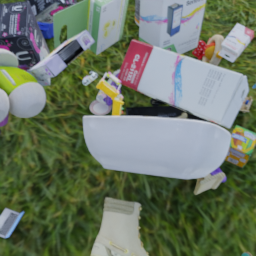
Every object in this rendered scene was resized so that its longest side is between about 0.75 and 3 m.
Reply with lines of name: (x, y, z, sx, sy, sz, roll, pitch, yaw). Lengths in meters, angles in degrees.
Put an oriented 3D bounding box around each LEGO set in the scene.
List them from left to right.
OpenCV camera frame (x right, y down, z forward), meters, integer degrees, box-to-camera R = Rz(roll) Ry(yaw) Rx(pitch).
LEGO set: (-0.372, -0.737, 6.527, 0.685, 1.490, 0.555, -17, 33, 28)

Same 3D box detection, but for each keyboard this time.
keyboard: (1.353, -0.382, 9.900, 2.861, 0.367, 1.718, -2, 58, -3)

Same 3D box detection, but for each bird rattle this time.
bird rattle: (3.323, -2.866, 11.105, 1.205, 1.744, 2.139, 21, 62, -6)

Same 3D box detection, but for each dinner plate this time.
dinner plate: (-1.010, -0.746, 10.333, 0.802, 0.097, 0.802, 0, 52, 0)

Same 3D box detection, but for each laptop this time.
laptop: (-3.240, 2.522, 7.508, 0.772, 0.447, 0.723, 16, 53, 12)

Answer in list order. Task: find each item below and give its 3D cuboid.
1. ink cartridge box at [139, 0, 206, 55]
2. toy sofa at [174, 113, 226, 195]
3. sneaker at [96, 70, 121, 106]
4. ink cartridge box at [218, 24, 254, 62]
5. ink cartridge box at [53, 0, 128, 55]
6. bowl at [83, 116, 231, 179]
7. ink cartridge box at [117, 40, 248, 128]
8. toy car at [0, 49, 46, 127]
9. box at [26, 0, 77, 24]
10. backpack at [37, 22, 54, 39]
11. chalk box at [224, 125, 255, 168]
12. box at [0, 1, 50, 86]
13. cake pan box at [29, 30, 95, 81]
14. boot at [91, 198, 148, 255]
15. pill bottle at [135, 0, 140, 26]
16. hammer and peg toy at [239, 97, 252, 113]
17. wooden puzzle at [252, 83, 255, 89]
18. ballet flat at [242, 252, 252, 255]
ink cartridge box: (1.491, -3.895, 9.555, 2.021, 2.781, 1.217, -27, 51, -24)
toy sofa: (2.041, 0.709, 8.457, 1.128, 0.958, 2.312, -19, 60, -11)
sneaker: (-0.542, -1.480, 10.679, 0.763, 0.737, 1.828, 34, 55, -5)
ink cartridge box: (3.514, -2.774, 9.187, 0.627, 0.364, 1.077, 39, 96, 25)
ink cartridge box: (-1.145, -3.219, 9.032, 0.654, 1.984, 2.726, 38, 59, 12)
bowl: (0.652, 0.439, 5.723, 2.640, 2.636, 0.985, 2, 84, 27)
ink cartridge box: (1.493, -1.103, 7.467, 2.900, 2.113, 1.201, 26, 98, 25)
toy car: (-2.945, -0.644, 5.988, 1.800, 1.542, 2.057, 45, 36, 19)
box: (-2.449, -4.052, 8.862, 1.527, 1.009, 0.876, -8, 4, 43)
backpack: (-3.998, -4.591, 12.930, 1.018, 0.827, 0.854, 7, 54, 5)
chalk box: (3.583, 0.498, 8.920, 0.760, 0.754, 1.217, 25, 56, 18)
box: (-3.367, -2.486, 8.814, 1.321, 2.303, 1.522, -9, 62, -1)
cake pan box: (-1.576, -1.661, 6.581, 1.311, 0.372, 1.424, -49, 27, -19)
boot: (0.156, 2.166, 5.517, 1.684, 0.613, 1.309, 22, 60, -18)
pill bottle: (1.115, -6.088, 12.926, 1.562, 2.684, 1.562, 1, 51, -1)
hammer and peg toy: (4.089, -0.839, 10.246, 0.742, 0.356, 1.009, 25, 56, 17)
wooden puzzle: (4.355, -1.666, 8.320, 1.000, 1.482, 0.173, -32, 76, -9)
ballet flat: (3.068, 3.699, 6.651, 0.447, 0.483, 1.370, 15, 51, -21)
